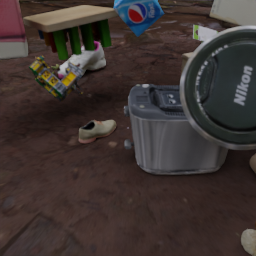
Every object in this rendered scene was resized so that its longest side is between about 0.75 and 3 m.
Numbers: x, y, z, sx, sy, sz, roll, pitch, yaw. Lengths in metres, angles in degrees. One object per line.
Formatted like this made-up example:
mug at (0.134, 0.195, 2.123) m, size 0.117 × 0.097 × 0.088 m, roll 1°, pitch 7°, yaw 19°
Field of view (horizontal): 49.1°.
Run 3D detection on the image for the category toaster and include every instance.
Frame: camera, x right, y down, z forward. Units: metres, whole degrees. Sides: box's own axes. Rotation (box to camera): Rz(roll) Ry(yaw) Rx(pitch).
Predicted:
toaster at (1.347, 0.008, 6.808) m, size 2.885 × 1.864 × 1.640 m, roll -2°, pitch 33°, yaw -2°

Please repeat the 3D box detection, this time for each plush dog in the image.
plush dog at (2.523, 1.951, 4.531) m, size 1.137 × 0.976 × 0.912 m, roll 6°, pitch 32°, yaw 9°

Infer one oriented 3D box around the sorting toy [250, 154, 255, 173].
sorting toy at (4.024, 0.891, 5.998) m, size 2.106 × 0.384 × 1.949 m, roll -31°, pitch 34°, yaw 11°

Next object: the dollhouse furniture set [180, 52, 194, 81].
dollhouse furniture set at (2.886, -1.621, 9.796) m, size 1.961 × 1.486 × 2.237 m, roll -16°, pitch 35°, yaw -24°

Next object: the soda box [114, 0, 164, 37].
soda box at (0.260, -3.770, 8.370) m, size 0.943 × 0.996 × 2.938 m, roll -37°, pitch 27°, yaw 22°

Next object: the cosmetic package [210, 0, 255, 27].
cosmetic package at (3.000, -2.739, 6.529) m, size 1.178 × 0.832 × 2.276 m, roll 7°, pitch 28°, yaw -14°

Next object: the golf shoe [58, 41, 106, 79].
golf shoe at (-2.132, -2.971, 12.228) m, size 1.038 × 1.262 × 2.757 m, roll 23°, pitch 40°, yaw 31°

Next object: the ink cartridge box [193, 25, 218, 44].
ink cartridge box at (2.332, -2.771, 8.631) m, size 0.815 × 0.309 × 0.602 m, roll 13°, pitch 64°, yaw -9°

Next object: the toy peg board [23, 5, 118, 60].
toy peg board at (-1.706, -2.927, 8.503) m, size 2.157 × 1.055 × 2.148 m, roll -24°, pitch 34°, yaw -26°

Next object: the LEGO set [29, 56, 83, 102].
LEGO set at (-1.507, -1.192, 6.180) m, size 1.057 × 1.374 × 0.796 m, roll 39°, pitch 78°, yaw 3°

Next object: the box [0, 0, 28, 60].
box at (-3.339, -2.929, 6.913) m, size 1.263 × 2.318 × 1.482 m, roll -11°, pitch 25°, yaw -14°

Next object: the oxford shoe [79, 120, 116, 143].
oxford shoe at (-0.853, -0.004, 8.146) m, size 0.465 × 0.485 × 1.315 m, roll 26°, pitch 40°, yaw 35°

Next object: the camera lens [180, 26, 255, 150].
camera lens at (1.658, -0.508, 4.227) m, size 1.565 × 1.565 × 1.957 m, roll 11°, pitch 4°, yaw 17°
